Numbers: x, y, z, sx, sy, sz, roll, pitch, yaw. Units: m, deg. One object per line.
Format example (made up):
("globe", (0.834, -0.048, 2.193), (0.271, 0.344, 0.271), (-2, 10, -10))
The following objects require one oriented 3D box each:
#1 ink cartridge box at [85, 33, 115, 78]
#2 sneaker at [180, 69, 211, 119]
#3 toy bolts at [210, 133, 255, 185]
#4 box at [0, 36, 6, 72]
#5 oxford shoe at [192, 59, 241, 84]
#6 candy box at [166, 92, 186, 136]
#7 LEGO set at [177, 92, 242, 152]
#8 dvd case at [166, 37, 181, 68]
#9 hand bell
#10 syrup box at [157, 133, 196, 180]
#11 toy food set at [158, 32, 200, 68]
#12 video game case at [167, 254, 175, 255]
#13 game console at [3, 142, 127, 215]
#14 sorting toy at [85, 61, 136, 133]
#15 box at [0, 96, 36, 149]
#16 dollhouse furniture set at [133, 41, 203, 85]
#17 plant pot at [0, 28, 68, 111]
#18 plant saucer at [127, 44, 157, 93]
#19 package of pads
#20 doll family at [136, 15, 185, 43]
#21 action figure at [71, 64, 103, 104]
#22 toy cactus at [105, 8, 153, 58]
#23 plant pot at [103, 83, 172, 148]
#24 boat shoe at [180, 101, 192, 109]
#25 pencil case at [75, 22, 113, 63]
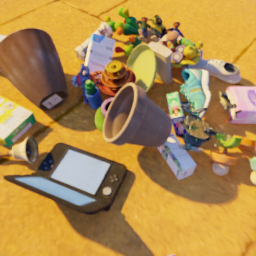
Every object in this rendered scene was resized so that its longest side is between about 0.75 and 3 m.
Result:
("ink cartridge box", (-1.179, -2.793, 11.246), (0.957, 0.560, 1.651), (13, 86, -21))
("sneaker", (2.265, -1.143, 9.792), (0.953, 0.928, 2.394), (12, 52, -7))
("toy bolts", (3.551, 0.958, 8.425), (1.710, 1.241, 1.790), (6, 7, -45))
("box", (-5.027, -3.113, 11.804), (1.613, 0.846, 1.483), (6, 50, 6))
("oxford shoe", (3.529, -2.508, 11.442), (2.259, 0.652, 0.850), (27, 58, 24))
("candy box", (1.640, -0.476, 9.523), (0.437, 0.960, 1.136), (-14, 50, 9))
("LEGO set", (2.353, -0.062, 8.635), (2.490, 0.706, 1.617), (-18, 74, -17))
("dvd case", (1.757, -3.138, 11.440), (1.182, 0.195, 1.573), (36, 70, 31))
("hand bell", (-3.766, 0.812, 8.796), (1.660, 0.864, 0.864), (-9, 50, 9))
("syrup box", (1.473, 0.866, 8.708), (0.551, 0.532, 1.352), (-18, 53, -20))
("toy food set", (1.813, -3.163, 10.862), (1.265, 0.702, 2.150), (-40, 55, -15))
("video game case", (0.792, 3.617, 6.697), (0.907, 0.179, 1.001), (-5, 51, -4))
("game console", (-1.567, 1.248, 7.797), (2.572, 1.497, 2.262), (18, 53, 14))
("sorting toy", (-0.630, -1.239, 9.781), (1.768, 1.208, 2.942), (-4, 57, 8))
("box", (-4.644, -0.399, 9.758), (2.445, 0.591, 1.435), (27, 56, 17))
("dollhouse furniture set", (1.636, -3.250, 11.273), (2.107, 1.456, 2.231), (37, 68, 28))
("plant pot", (-3.247, -1.887, 10.174), (2.262, 2.262, 2.420), (-27, 72, -20))
("plant saucer", (0.519, -2.118, 10.473), (0.302, 1.947, 1.947), (4, 45, -32))
("package of pads", (4.637, -0.789, 9.908), (2.187, 0.827, 1.318), (1, 53, 1))
("doll family", (1.468, -4.247, 12.289), (2.340, 0.918, 1.353), (19, 67, -35))
("action figure", (-1.478, -1.641, 10.686), (1.449, 1.498, 0.783), (1, 6, -19))
("toy cactus", (0.213, -4.157, 12.580), (2.467, 1.529, 2.989), (6, 45, -19))
("plant pot", (0.389, -0.178, 8.363), (1.641, 1.882, 1.882), (22, 46, -23))
("boat shoe", (2.346, -0.899, 10.327), (0.976, 0.335, 0.276), (-15, 50, -10))
("pencil case", (-1.459, -3.604, 11.882), (1.839, 0.715, 0.822), (-45, 22, 0))
